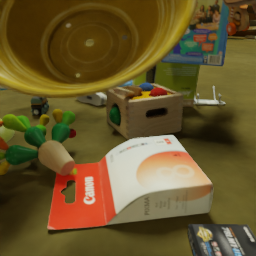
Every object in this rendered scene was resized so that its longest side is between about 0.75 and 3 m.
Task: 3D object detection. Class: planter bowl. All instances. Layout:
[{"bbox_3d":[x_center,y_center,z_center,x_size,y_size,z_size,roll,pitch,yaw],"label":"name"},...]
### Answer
[{"bbox_3d":[-0.596,-1.403,3.624,2.782,2.782,1.159,1,-20,3],"label":"planter bowl"}]

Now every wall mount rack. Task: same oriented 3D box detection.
[{"bbox_3d":[2.905,-1.195,10.452,1.350,0.503,1.173,2,21,3],"label":"wall mount rack"}]

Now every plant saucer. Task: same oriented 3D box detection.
[{"bbox_3d":[-4.198,0.125,7.323,2.255,0.350,2.255,1,21,0],"label":"plant saucer"}]

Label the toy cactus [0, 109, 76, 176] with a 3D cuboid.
[{"bbox_3d":[-1.912,0.409,5.957,1.927,1.194,2.335,35,36,30],"label":"toy cactus"}]

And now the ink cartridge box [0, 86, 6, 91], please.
[{"bbox_3d":[-2.417,-1.061,4.864,1.126,0.651,1.937,-10,5,1],"label":"ink cartridge box"}]

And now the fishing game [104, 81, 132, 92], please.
[{"bbox_3d":[-0.593,-2.110,12.932,2.054,0.446,2.869,-1,29,-3],"label":"fishing game"}]

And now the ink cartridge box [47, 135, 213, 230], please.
[{"bbox_3d":[-0.082,0.828,5.156,2.570,0.644,2.085,-2,21,-9],"label":"ink cartridge box"}]

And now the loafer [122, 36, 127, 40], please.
[{"bbox_3d":[-0.423,-3.523,8.824,0.871,0.996,2.770,27,-11,6],"label":"loafer"}]

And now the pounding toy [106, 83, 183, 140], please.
[{"bbox_3d":[0.270,-0.658,7.729,2.104,1.496,1.937,-10,23,-23],"label":"pounding toy"}]

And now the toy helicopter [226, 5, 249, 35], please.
[{"bbox_3d":[2.028,-2.318,5.357,0.378,0.959,0.634,-19,-17,-6],"label":"toy helicopter"}]

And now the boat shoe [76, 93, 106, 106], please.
[{"bbox_3d":[-1.377,-1.231,10.506,1.556,0.560,0.511,18,22,38],"label":"boat shoe"}]

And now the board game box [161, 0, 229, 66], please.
[{"bbox_3d":[1.831,-2.935,7.634,1.781,2.342,0.527,9,34,18],"label":"board game box"}]

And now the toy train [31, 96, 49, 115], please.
[{"bbox_3d":[-2.937,-0.814,9.331,0.456,0.610,1.071,1,22,-1],"label":"toy train"}]

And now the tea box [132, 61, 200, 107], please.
[{"bbox_3d":[1.310,-2.270,10.412,1.663,2.448,2.488,-1,22,-17],"label":"tea box"}]

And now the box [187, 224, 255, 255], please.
[{"bbox_3d":[1.307,1.634,3.681,0.879,0.220,0.886,-1,22,0],"label":"box"}]

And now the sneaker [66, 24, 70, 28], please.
[{"bbox_3d":[-1.877,-2.402,6.796,1.411,0.624,0.531,17,62,29],"label":"sneaker"}]

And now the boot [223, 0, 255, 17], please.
[{"bbox_3d":[2.165,-2.049,4.487,1.311,0.460,0.958,-24,-22,11],"label":"boot"}]
